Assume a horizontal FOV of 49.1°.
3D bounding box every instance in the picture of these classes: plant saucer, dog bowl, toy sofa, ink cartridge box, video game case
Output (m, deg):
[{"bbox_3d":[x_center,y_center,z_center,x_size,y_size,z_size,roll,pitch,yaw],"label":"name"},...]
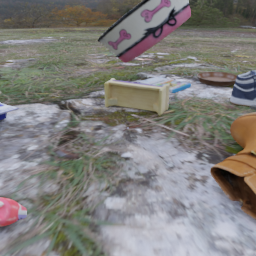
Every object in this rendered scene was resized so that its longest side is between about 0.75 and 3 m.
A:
[{"bbox_3d":[4.181,-2.287,13.134,1.863,0.321,1.863,1,24,0],"label":"plant saucer"},{"bbox_3d":[0.423,-2.307,6.278,2.199,0.811,2.199,-35,14,10],"label":"dog bowl"},{"bbox_3d":[0.336,-1.181,9.911,2.213,0.916,1.080,11,27,22],"label":"toy sofa"},{"bbox_3d":[-5.211,-0.221,8.143,2.870,0.674,2.836,17,28,30],"label":"ink cartridge box"},{"bbox_3d":[1.657,-1.961,12.582,1.886,0.168,1.350,21,31,39],"label":"video game case"}]

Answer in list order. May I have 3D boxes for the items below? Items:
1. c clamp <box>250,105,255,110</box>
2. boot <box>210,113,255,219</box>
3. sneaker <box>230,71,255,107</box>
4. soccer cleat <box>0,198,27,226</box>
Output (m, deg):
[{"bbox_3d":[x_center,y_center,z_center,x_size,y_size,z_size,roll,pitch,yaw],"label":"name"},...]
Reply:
[{"bbox_3d":[4.292,-0.324,6.817,2.228,0.353,2.608,3,9,2],"label":"c clamp"},{"bbox_3d":[2.591,0.600,5.799,2.278,1.085,2.945,-15,25,-20],"label":"boot"},{"bbox_3d":[4.875,-1.363,9.950,2.221,1.205,0.778,8,25,17],"label":"sneaker"},{"bbox_3d":[-2.514,1.389,4.796,1.610,0.537,0.616,-1,-20,22],"label":"soccer cleat"}]
